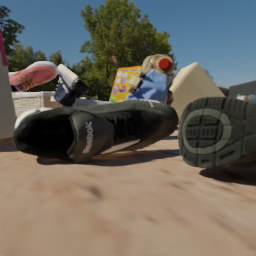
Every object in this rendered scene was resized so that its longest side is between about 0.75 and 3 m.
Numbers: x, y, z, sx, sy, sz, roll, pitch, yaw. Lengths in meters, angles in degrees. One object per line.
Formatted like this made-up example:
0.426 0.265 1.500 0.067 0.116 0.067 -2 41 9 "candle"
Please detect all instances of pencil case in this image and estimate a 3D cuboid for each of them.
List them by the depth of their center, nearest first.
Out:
-1.848 -0.872 10.289 1.576 0.705 0.613 6 -33 23 "pencil case"

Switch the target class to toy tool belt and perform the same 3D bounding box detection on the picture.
0.639 -1.109 8.034 1.404 2.248 1.382 27 6 15 "toy tool belt"

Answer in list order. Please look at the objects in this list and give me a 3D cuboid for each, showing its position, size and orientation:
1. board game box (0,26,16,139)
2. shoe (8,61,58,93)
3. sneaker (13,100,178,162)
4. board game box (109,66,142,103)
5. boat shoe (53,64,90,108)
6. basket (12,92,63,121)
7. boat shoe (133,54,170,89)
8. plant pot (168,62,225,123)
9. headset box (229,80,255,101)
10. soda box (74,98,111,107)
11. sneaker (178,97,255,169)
-3.257 -1.310 6.091 0.957 2.197 2.978 -13 30 -28 "board game box"
-3.633 -1.613 9.962 2.306 0.824 1.049 -15 40 3 "shoe"
-0.432 0.064 4.043 2.544 0.846 1.151 -4 9 -7 "sneaker"
0.448 -1.550 12.046 1.623 1.622 1.624 19 -6 -40 "board game box"
-2.108 -1.363 9.222 0.840 1.043 2.250 41 -1 -33 "boat shoe"
-3.072 -0.652 9.439 1.380 1.110 1.368 0 6 14 "basket"
0.935 -1.675 10.118 1.032 2.795 1.057 -13 -40 39 "boat shoe"
2.119 -1.055 9.913 1.511 1.705 1.707 -42 7 -4 "plant pot"
3.469 -0.339 5.552 2.628 1.219 2.288 0 4 1 "headset box"
-0.173 -0.206 6.123 2.019 0.640 0.689 7 2 -11 "soda box"
1.640 0.038 2.584 1.132 0.947 2.494 5 0 -33 "sneaker"
